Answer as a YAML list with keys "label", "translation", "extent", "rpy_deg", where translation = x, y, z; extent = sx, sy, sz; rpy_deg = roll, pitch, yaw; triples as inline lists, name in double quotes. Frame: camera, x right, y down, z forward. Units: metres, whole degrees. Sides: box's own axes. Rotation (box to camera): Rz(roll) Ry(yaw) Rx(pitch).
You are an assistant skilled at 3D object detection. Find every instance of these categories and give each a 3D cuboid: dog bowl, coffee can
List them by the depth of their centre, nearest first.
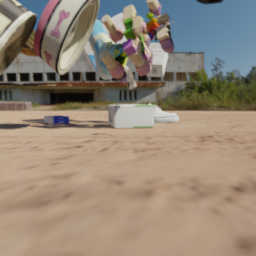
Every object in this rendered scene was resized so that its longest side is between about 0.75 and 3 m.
- label: "coffee can"
  translation: [-3.988, -2.750, 6.630]
  extent: [2.840, 2.078, 2.078]
  rpy_deg: [36, -6, -16]
- label: "dog bowl"
  translation: [-1.804, -2.825, 8.116]
  extent: [0.911, 2.471, 2.471]
  rpy_deg: [29, 3, -3]

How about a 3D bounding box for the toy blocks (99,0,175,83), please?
- label: "toy blocks"
  translation: [0.498, -2.578, 8.890]
  extent: [2.273, 2.124, 1.914]
  rpy_deg: [-15, -35, 23]

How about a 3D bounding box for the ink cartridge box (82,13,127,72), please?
- label: "ink cartridge box"
  translation: [-0.920, -3.750, 12.324]
  extent: [2.187, 1.604, 1.597]
  rpy_deg: [-30, 21, -4]

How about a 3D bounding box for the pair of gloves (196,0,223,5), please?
- label: "pair of gloves"
  translation: [1.550, -3.817, 6.788]
  extent: [1.907, 0.236, 1.699]
  rpy_deg: [47, -9, -36]

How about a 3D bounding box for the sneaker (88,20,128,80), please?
- label: "sneaker"
  translation: [-0.650, -2.983, 10.068]
  extent: [0.884, 2.222, 1.450]
  rpy_deg: [-19, 6, -39]

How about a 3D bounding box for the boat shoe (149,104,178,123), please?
- label: "boat shoe"
  translation: [1.054, -0.703, 13.175]
  extent: [2.608, 0.871, 0.959]
  rpy_deg: [1, 5, 16]

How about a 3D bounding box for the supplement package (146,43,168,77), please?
- label: "supplement package"
  translation: [1.145, -2.710, 11.180]
  extent: [0.706, 1.204, 0.704]
  rpy_deg: [6, -33, 16]

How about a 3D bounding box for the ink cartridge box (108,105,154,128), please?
- label: "ink cartridge box"
  translation: [0.043, -0.455, 10.319]
  extent: [1.399, 0.807, 1.915]
  rpy_deg: [-1, 4, -10]

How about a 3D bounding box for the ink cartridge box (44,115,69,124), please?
- label: "ink cartridge box"
  translation: [-3.178, -0.363, 12.343]
  extent: [0.698, 0.328, 1.484]
  rpy_deg: [-4, 6, -31]

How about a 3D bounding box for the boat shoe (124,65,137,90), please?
- label: "boat shoe"
  translation: [-0.033, -2.221, 12.516]
  extent: [0.472, 1.362, 0.482]
  rpy_deg: [-38, 45, -9]

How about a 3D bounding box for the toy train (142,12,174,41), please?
- label: "toy train"
  translation: [0.970, -3.925, 10.426]
  extent: [1.540, 0.891, 0.652]
  rpy_deg: [-22, 2, 44]

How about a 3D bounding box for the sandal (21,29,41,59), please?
- label: "sandal"
  translation: [-3.224, -2.707, 9.354]
  extent: [0.706, 2.616, 1.051]
  rpy_deg: [-38, 29, 21]
